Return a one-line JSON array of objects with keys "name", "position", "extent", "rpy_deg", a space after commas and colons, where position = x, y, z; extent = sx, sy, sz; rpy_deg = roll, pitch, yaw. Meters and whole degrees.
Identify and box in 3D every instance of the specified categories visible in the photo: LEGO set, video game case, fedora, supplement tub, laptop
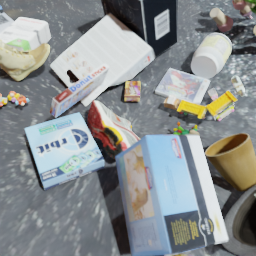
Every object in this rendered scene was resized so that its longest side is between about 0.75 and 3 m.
[{"name": "LEGO set", "position": [2.336, -0.651, 8.447], "extent": [2.357, 0.877, 1.084], "rpy_deg": [-16, 67, 20]}, {"name": "video game case", "position": [1.853, -1.395, 9.484], "extent": [1.499, 0.172, 1.366], "rpy_deg": [21, 52, 17]}, {"name": "fedora", "position": [3.015, 2.041, 5.784], "extent": [0.948, 1.856, 2.099], "rpy_deg": [48, 64, -11]}, {"name": "supplement tub", "position": [2.909, -2.522, 9.837], "extent": [1.081, 1.081, 1.491], "rpy_deg": [24, 54, 19]}, {"name": "laptop", "position": [-6.351, -4.891, 11.603], "extent": [2.394, 1.482, 2.557], "rpy_deg": [-33, 57, -24]}]

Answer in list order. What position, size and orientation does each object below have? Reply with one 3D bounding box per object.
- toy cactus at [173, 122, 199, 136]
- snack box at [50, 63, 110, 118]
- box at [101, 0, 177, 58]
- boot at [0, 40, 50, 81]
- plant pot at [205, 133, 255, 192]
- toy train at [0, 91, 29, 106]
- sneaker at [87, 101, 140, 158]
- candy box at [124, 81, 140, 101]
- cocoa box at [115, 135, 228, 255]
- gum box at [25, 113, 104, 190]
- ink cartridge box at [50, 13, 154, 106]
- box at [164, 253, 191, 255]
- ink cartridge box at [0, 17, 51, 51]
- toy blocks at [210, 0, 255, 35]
[{"name": "toy cactus", "position": [1.705, 0.091, 7.833], "extent": [0.850, 0.434, 0.701], "rpy_deg": [-1, 10, -31]}, {"name": "snack box", "position": [-1.374, -1.123, 8.172], "extent": [0.256, 0.758, 2.109], "rpy_deg": [43, 56, 4]}, {"name": "box", "position": [0.360, -4.282, 10.174], "extent": [1.602, 2.586, 2.542], "rpy_deg": [-38, 59, -16]}, {"name": "boot", "position": [-3.590, -2.453, 9.178], "extent": [1.751, 1.361, 0.637], "rpy_deg": [-33, 50, 16]}, {"name": "plant pot", "position": [2.656, 0.911, 6.858], "extent": [1.105, 1.105, 1.186], "rpy_deg": [-31, 96, -23]}, {"name": "toy train", "position": [-3.729, -0.901, 8.764], "extent": [1.133, 0.315, 0.851], "rpy_deg": [-15, 31, -15]}, {"name": "sneaker", "position": [-0.455, 0.015, 7.889], "extent": [0.916, 0.868, 2.230], "rpy_deg": [-6, 43, -36]}, {"name": "candy box", "position": [0.153, -1.217, 9.225], "extent": [0.502, 0.243, 0.860], "rpy_deg": [2, 41, 4]}, {"name": "cocoa box", "position": [0.769, 1.352, 5.695], "extent": [1.400, 1.423, 2.134], "rpy_deg": [1, 67, -30]}, {"name": "gum box", "position": [-1.753, 0.542, 7.623], "extent": [1.624, 0.426, 1.912], "rpy_deg": [-18, 52, -19]}, {"name": "ink cartridge box", "position": [-0.902, -2.291, 9.713], "extent": [2.895, 0.726, 2.348], "rpy_deg": [-43, 67, -1]}, {"name": "box", "position": [1.172, 2.570, 5.318], "extent": [0.223, 1.151, 0.239], "rpy_deg": [0, 79, -40]}, {"name": "ink cartridge box", "position": [-4.044, -3.427, 10.819], "extent": [1.318, 0.761, 1.811], "rpy_deg": [15, 51, 12]}, {"name": "toy blocks", "position": [5.368, -4.701, 10.914], "extent": [2.462, 2.925, 2.733], "rpy_deg": [14, 23, -46]}]
